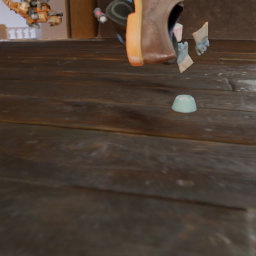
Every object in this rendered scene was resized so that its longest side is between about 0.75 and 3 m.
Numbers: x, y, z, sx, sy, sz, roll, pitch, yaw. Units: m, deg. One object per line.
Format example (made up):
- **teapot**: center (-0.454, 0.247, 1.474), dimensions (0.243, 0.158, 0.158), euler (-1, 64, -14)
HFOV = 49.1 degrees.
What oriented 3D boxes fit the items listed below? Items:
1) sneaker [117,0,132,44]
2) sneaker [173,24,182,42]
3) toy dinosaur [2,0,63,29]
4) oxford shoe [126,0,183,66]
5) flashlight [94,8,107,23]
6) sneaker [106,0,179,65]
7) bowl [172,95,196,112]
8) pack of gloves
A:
- **sneaker**: center (-0.108, -3.733, 9.643), dimensions (0.562, 1.706, 0.669), euler (-4, 46, -5)
- **sneaker**: center (1.363, -3.103, 9.032), dimensions (0.430, 0.597, 1.141), euler (-20, 38, -13)
- **toy dinosaur**: center (-2.133, -2.737, 6.173), dimensions (1.473, 1.000, 0.752), euler (20, -6, -14)
- **oxford shoe**: center (0.526, -2.196, 4.707), dimensions (0.857, 2.350, 0.838), euler (2, -3, 19)
- **flashlight**: center (-1.079, -4.370, 10.794), dimensions (0.343, 0.344, 1.013), euler (-14, 43, -7)
- **sneaker**: center (0.317, -1.836, 5.617), dimensions (0.660, 0.789, 1.738), euler (-43, 76, -8)
- **bowl**: center (2.111, -0.945, 10.469), dimensions (0.909, 0.476, 0.909), euler (1, 21, 0)
- **pack of gloves**: center (2.246, -2.906, 10.080), dimensions (0.339, 1.443, 1.717), euler (51, 6, 22)
